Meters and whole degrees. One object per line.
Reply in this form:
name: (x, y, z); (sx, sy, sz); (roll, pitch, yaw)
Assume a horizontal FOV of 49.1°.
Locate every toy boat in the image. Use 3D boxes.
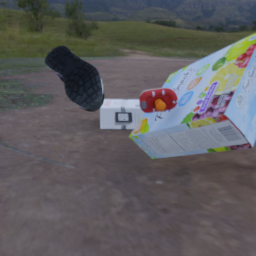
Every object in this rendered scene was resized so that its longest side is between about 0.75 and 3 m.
toy boat: (0.639, -0.506, 5.732); (0.790, 0.515, 0.516); (-10, 35, -5)

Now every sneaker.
sneaker: (-1.086, -1.071, 6.746); (0.877, 1.014, 2.316); (-38, 53, -1)

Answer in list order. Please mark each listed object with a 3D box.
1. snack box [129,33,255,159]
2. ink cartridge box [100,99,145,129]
snack box: (1.692, -0.599, 6.518); (2.978, 1.008, 2.511); (-19, 32, 56)
ink cartridge box: (-0.248, -0.531, 10.477); (2.453, 0.818, 1.421); (1, 18, 2)
